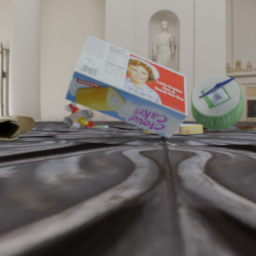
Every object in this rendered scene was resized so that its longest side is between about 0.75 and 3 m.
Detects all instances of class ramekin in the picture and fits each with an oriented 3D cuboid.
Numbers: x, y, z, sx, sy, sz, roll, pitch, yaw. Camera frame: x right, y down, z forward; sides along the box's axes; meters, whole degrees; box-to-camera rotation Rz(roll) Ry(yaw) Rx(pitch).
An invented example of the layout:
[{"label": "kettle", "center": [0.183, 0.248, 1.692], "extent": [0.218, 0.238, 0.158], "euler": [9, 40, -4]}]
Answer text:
[{"label": "ramekin", "center": [3.503, -1.071, 11.166], "extent": [2.103, 2.103, 1.027], "euler": [1, -22, 22]}]

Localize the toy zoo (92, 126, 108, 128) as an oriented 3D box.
[{"label": "toy zoo", "center": [-1.486, -0.054, 15.430], "extent": [0.838, 0.086, 0.550], "euler": [-2, 3, -41]}]

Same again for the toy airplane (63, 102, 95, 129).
[{"label": "toy airplane", "center": [-2.530, -0.540, 14.009], "extent": [1.659, 1.176, 1.666], "euler": [12, -31, 1]}]

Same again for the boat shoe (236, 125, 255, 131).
[{"label": "boat shoe", "center": [5.168, -0.026, 12.313], "extent": [0.797, 0.269, 0.287], "euler": [1, 3, 34]}]

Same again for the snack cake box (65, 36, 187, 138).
[{"label": "snack cake box", "center": [0.044, -1.061, 7.222], "extent": [2.876, 1.654, 0.966], "euler": [20, -46, -11]}]

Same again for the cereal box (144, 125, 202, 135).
[{"label": "cereal box", "center": [1.537, 0.043, 9.671], "extent": [1.203, 0.331, 1.673], "euler": [-2, 3, -45]}]

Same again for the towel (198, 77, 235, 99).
[{"label": "towel", "center": [3.168, -1.439, 10.101], "extent": [0.886, 0.146, 1.224], "euler": [-25, -6, -23]}]

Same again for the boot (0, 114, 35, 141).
[{"label": "boot", "center": [-3.066, -0.014, 7.371], "extent": [1.769, 0.637, 1.368], "euler": [-10, 8, -44]}]
